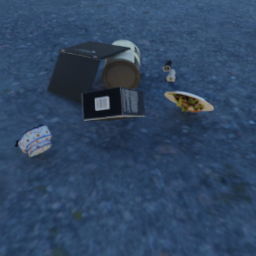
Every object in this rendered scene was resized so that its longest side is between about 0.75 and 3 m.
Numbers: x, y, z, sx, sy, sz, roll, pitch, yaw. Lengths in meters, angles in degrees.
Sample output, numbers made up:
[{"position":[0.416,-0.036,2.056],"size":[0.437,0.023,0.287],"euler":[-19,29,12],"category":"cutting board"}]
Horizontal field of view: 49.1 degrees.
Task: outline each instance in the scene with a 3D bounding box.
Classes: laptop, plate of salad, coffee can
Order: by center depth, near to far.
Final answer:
[{"position":[2.299,-0.923,10.814],"size":[1.934,1.934,0.464],"euler":[19,85,22],"category":"plate of salad"},{"position":[-1.825,-2.640,12.681],"size":[2.790,1.727,2.980],"euler":[22,39,37],"category":"laptop"},{"position":[-0.283,-2.909,13.217],"size":[1.704,1.704,2.329],"euler":[1,38,1],"category":"coffee can"}]

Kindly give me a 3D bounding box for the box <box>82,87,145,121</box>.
[{"position":[-0.490,-0.790,9.899],"size":[1.635,1.013,1.607],"euler":[-5,-3,30],"category":"box"}]

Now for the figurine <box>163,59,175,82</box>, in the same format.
[{"position":[2.087,-2.845,13.866],"size":[0.397,0.923,0.900],"euler":[-10,32,26],"category":"figurine"}]

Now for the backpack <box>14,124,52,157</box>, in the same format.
[{"position":[-3.013,0.403,9.189],"size":[1.095,1.043,0.843],"euler":[-32,78,-39],"category":"backpack"}]
